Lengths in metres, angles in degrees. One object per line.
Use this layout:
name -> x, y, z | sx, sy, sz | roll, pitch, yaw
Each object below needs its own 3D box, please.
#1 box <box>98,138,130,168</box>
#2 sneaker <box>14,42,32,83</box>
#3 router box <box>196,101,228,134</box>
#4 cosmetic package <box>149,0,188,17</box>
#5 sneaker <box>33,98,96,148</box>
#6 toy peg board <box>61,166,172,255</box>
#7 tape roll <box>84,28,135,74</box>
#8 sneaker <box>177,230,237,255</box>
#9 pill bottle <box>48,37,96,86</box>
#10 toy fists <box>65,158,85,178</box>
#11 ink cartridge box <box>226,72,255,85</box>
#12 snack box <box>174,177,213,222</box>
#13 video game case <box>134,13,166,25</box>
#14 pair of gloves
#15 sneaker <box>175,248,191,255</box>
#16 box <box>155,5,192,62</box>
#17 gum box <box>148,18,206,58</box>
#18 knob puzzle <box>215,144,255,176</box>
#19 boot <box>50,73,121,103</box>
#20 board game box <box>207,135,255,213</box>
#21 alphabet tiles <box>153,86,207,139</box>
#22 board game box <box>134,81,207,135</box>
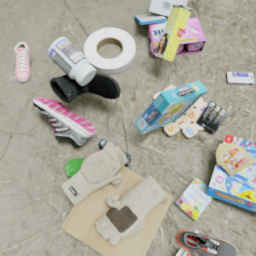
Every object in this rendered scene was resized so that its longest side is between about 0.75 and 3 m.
box -> -0.517, 0.972, 10.595 | 1.263, 1.012, 0.275 | 30, 71, 14
sneaker -> -4.732, -2.978, 12.435 | 0.681, 0.946, 1.809 | -1, 67, -3
router box -> 3.447, -0.439, 11.488 | 0.875, 0.299, 1.173 | 36, 63, 6
cosmetic package -> 1.968, -5.936, 13.402 | 1.519, 0.937, 1.524 | 18, 30, 8
sneaker -> -2.657, -0.151, 10.923 | 2.741, 1.011, 1.199 | 32, 110, 3
toy peg board -> -0.385, 2.924, 9.730 | 2.735, 1.343, 2.746 | 32, 70, 0
tape roll -> -0.845, -3.583, 12.968 | 2.425, 0.443, 2.425 | 0, 65, 1
sneaker -> 2.669, 3.988, 9.339 | 2.053, 0.841, 0.791 | 13, 66, 6
pill bottle -> -1.946, -2.298, 9.821 | 1.612, 0.917, 0.917 | 45, 73, 4
toy fists -> -1.899, 1.881, 10.475 | 0.806, 0.544, 1.581 | -9, 64, -13
ink cartridge box -> 4.990, -2.195, 12.477 | 1.164, 0.216, 0.551 | 1, 65, 3
snack box -> 2.446, 2.598, 10.237 | 0.917, 0.342, 1.289 | 40, 70, 15
video game case -> 1.024, -5.233, 13.380 | 1.201, 0.149, 1.678 | -10, 32, -4
pair of gloves -> -0.474, 2.013, 8.822 | 2.739, 0.480, 2.329 | 42, 86, 18
sneaker -> 1.601, 4.849, 9.078 | 0.805, 0.606, 1.721 | 29, 66, 18
box -> 1.789, -3.798, 11.254 | 0.528, 0.793, 2.106 | 12, 106, -28
gum box -> 2.144, -4.182, 13.027 | 2.479, 0.820, 1.407 | -9, 66, -4
knob puzzle -> 3.689, 1.051, 10.037 | 1.340, 0.186, 1.340 | -4, 53, 5
boot -> -1.581, -1.425, 10.356 | 2.249, 0.846, 1.681 | 27, 41, 23
board game box -> 4.364, 1.657, 10.038 | 2.391, 0.682, 2.442 | 17, 57, 20
alphabet tiles -> 2.195, -0.716, 11.791 | 2.344, 0.175, 2.397 | -32, 70, -19
board game box -> 1.576, -0.757, 10.171 | 2.357, 1.779, 0.553 | -21, 70, -42
